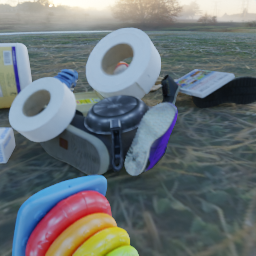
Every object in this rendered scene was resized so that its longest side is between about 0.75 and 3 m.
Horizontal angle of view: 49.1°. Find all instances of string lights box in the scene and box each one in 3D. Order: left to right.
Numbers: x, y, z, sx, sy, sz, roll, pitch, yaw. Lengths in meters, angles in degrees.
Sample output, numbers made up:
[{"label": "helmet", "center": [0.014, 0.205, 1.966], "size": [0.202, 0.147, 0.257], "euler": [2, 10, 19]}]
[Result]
[{"label": "string lights box", "center": [-3.655, 0.434, 6.453], "size": [1.779, 0.525, 0.914], "euler": [-3, 23, -6]}]

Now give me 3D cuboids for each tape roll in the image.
[{"label": "tape roll", "center": [-1.850, -0.414, 6.083], "size": [1.403, 0.491, 1.403], "euler": [-12, 55, 18]}, {"label": "tape roll", "center": [-0.185, -2.206, 9.972], "size": [2.619, 2.619, 0.916], "euler": [16, -13, 32]}]

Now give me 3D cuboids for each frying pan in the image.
[{"label": "frying pan", "center": [-0.413, -0.084, 5.659], "size": [1.446, 0.389, 2.390], "euler": [3, 32, 22]}]

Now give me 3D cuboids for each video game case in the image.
[{"label": "video game case", "center": [2.483, -1.605, 9.825], "size": [1.409, 0.177, 1.967], "euler": [-32, 26, -14]}]

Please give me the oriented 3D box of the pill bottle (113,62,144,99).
[{"label": "pill bottle", "center": [-0.012, -1.816, 10.905], "size": [0.920, 0.920, 1.679], "euler": [-11, 41, -24]}]

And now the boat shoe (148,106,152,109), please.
[{"label": "boat shoe", "center": [0.531, -0.299, 7.886], "size": [1.750, 0.628, 0.663], "euler": [19, 8, -24]}]

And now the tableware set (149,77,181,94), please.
[{"label": "tableware set", "center": [1.646, -1.925, 12.306], "size": [2.585, 0.300, 2.159], "euler": [8, 24, 18]}]

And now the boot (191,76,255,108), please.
[{"label": "boot", "center": [3.528, -1.573, 10.309], "size": [2.600, 1.007, 1.798], "euler": [-4, 25, 2]}]

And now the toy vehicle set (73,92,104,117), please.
[{"label": "toy vehicle set", "center": [-1.446, -0.814, 9.708], "size": [1.304, 0.278, 2.098], "euler": [-7, 24, -17]}]

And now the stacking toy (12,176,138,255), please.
[{"label": "stacking toy", "center": [-0.220, 1.653, 3.094], "size": [1.282, 1.213, 2.209], "euler": [-12, 36, -44]}]

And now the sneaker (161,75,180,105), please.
[{"label": "sneaker", "center": [1.275, -1.188, 9.473], "size": [0.475, 0.674, 1.269], "euler": [-18, 36, 44]}]

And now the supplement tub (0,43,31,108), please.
[{"label": "supplement tub", "center": [-4.814, -1.670, 9.325], "size": [2.966, 2.157, 2.157], "euler": [-7, 24, -16]}]

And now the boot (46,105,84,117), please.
[{"label": "boot", "center": [-2.253, -0.470, 8.615], "size": [1.644, 0.569, 1.432], "euler": [1, 14, -16]}]

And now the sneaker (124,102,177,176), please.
[{"label": "sneaker", "center": [0.551, 0.216, 5.616], "size": [0.553, 1.591, 0.791], "euler": [40, 20, 31]}]

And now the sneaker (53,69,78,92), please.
[{"label": "sneaker", "center": [-2.430, -1.904, 10.893], "size": [0.770, 0.856, 2.082], "euler": [29, 9, -8]}]

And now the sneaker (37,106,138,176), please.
[{"label": "sneaker", "center": [-1.009, 0.158, 6.721], "size": [2.860, 1.070, 1.519], "euler": [29, 29, 37]}]
